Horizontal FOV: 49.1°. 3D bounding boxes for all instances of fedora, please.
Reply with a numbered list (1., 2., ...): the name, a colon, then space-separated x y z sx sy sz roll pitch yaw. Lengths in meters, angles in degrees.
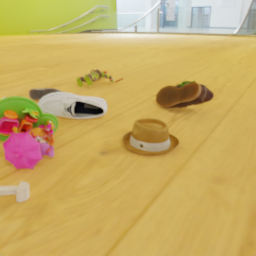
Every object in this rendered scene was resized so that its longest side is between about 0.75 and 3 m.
1. fedora: 0.674 0.168 8.534 1.782 0.727 1.782 -1 23 0

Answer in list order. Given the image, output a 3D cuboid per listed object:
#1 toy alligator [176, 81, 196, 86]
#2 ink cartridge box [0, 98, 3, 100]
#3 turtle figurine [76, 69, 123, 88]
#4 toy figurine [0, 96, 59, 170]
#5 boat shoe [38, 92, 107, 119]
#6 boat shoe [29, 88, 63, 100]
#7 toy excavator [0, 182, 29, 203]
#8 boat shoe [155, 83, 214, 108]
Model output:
1. toy alligator: 3.068 -2.200 14.266 0.652 0.473 1.968 20 31 37
2. ink cartridge box: -4.401 -0.440 9.596 1.334 0.982 0.965 -8 25 -18
3. turtle figurine: -1.677 -2.738 15.089 2.478 0.798 1.998 13 27 27
4. toy figurine: -2.733 0.353 7.831 2.163 1.624 1.991 13 27 -38
5. boat shoe: -2.092 -0.802 10.472 2.607 0.959 0.852 -2 20 -2
6. boat shoe: -3.576 -1.532 12.586 1.673 0.634 0.601 8 17 5
7. toy excavator: -3.079 1.435 5.727 1.562 0.802 1.606 7 16 12
8. boat shoe: 2.177 -1.207 11.193 0.927 0.928 2.636 13 -4 -32
